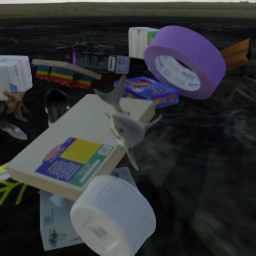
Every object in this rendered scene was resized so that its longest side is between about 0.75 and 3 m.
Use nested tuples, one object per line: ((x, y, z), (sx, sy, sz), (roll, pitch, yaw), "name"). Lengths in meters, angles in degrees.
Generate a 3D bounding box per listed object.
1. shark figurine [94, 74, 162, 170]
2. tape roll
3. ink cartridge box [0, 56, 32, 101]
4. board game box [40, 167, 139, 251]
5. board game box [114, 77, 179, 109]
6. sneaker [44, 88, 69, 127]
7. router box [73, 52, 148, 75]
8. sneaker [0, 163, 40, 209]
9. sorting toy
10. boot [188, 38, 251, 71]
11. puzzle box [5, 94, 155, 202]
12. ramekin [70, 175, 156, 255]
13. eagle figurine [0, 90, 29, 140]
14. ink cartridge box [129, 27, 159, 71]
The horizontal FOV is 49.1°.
((0.103, -0.150, 4.456), (0.793, 1.136, 1.901), (-29, 24, 4), "shark figurine")
((1.935, -2.220, 9.879), (2.788, 2.788, 0.915), (25, 75, 40), "tape roll")
((-4.799, -1.997, 10.998), (1.306, 1.312, 1.789), (2, 26, 6), "ink cartridge box")
((-0.666, 1.381, 5.078), (1.728, 0.555, 1.275), (-8, 28, -13), "board game box")
((0.636, -1.362, 10.642), (1.478, 0.492, 2.199), (-16, 31, -29), "board game box")
((-2.255, -0.818, 8.909), (0.784, 1.067, 2.359), (-7, 27, -16), "sneaker")
((-0.682, -2.879, 12.569), (2.214, 0.758, 2.968), (13, 15, 28), "router box")
((-1.813, 0.866, 5.732), (2.293, 0.864, 0.876), (-9, 32, -21), "sneaker")
((-2.484, -2.102, 11.279), (1.983, 0.694, 1.995), (14, 3, 34), "sorting toy")
((3.754, -3.157, 11.786), (2.681, 0.918, 2.524), (-21, 32, 39), "boot")
((-0.799, 0.190, 5.437), (1.750, 0.334, 2.631), (11, 41, 29), "puzzle box")
((-0.217, 1.133, 3.430), (1.015, 1.015, 0.495), (15, 38, 28), "ramekin")
((-4.030, -0.417, 7.446), (2.484, 1.885, 1.875), (-20, 57, -3), "eagle figurine")
((1.086, -4.238, 14.841), (1.102, 1.914, 2.623), (-12, 29, -23), "ink cartridge box")
